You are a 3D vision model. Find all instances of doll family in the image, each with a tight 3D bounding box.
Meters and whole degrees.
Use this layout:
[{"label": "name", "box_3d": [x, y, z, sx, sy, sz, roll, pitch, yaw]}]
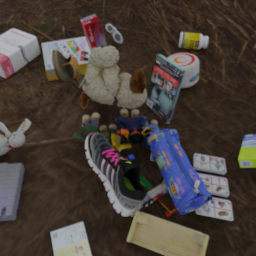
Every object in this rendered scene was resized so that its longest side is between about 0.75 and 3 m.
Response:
[{"label": "doll family", "box_3d": [-0.061, 0.309, 8.283, 2.964, 1.163, 1.713, -11, 32, -4]}]

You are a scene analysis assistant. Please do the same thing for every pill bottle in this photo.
[{"label": "pill bottle", "box_3d": [2.842, -3.776, 12.203, 1.190, 0.669, 0.669, 7, 49, 6]}]

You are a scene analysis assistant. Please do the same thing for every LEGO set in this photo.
[{"label": "LEGO set", "box_3d": [1.265, 1.537, 7.819, 2.910, 0.714, 2.174, 9, 39, 4]}]

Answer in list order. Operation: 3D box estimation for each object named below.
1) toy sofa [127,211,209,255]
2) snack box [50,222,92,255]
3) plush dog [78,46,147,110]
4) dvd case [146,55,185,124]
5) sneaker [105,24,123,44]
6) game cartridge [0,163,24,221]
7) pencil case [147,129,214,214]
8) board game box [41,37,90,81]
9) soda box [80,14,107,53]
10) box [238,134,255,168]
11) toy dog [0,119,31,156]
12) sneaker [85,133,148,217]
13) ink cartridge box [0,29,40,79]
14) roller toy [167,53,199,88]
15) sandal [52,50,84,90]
[{"label": "toy sofa", "box_3d": [0.931, 2.620, 6.656, 1.812, 0.884, 0.750, 16, 75, 13]}, {"label": "snack box", "box_3d": [-1.275, 3.000, 6.527, 0.824, 0.263, 1.419, -14, 50, -12]}, {"label": "plush dog", "box_3d": [-0.357, -1.212, 8.710, 1.954, 2.275, 1.825, 17, 76, 0]}, {"label": "dvd case", "box_3d": [1.145, -1.263, 9.067, 0.203, 1.842, 1.344, -7, 35, -29]}, {"label": "sneaker", "box_3d": [-0.556, -4.176, 12.375, 0.385, 0.988, 0.491, -34, 11, 20]}, {"label": "game cartridge", "box_3d": [-4.205, 1.754, 7.529, 2.555, 0.490, 1.656, -4, 45, -3]}, {"label": "pencil case", "box_3d": [1.240, 1.022, 7.021, 0.855, 0.952, 2.192, -13, 59, -17]}, {"label": "board game box", "box_3d": [-2.141, -2.960, 11.574, 2.614, 0.527, 2.000, -12, 50, -10]}, {"label": "soda box", "box_3d": [-1.062, -2.858, 9.549, 0.561, 1.768, 0.619, -23, 45, -7]}, {"label": "box", "box_3d": [3.593, 0.618, 7.820, 0.809, 0.316, 1.328, -8, 24, 33]}, {"label": "toy dog", "box_3d": [-3.702, 0.352, 7.912, 1.863, 0.898, 1.229, -36, 36, 24]}, {"label": "sneaker", "box_3d": [-0.244, 0.964, 6.902, 0.835, 0.990, 2.264, -5, 60, -52]}, {"label": "ink cartridge box", "box_3d": [-4.863, -3.085, 11.474, 1.488, 0.841, 2.031, 24, 53, 20]}, {"label": "roller toy", "box_3d": [1.999, -2.124, 10.555, 1.389, 0.970, 1.267, -7, 41, 4]}, {"label": "sandal", "box_3d": [-1.894, -1.988, 9.552, 0.668, 2.475, 0.994, -16, 78, 11]}]
